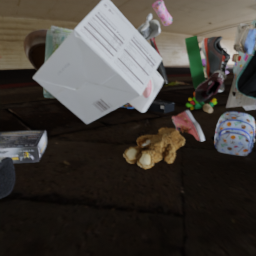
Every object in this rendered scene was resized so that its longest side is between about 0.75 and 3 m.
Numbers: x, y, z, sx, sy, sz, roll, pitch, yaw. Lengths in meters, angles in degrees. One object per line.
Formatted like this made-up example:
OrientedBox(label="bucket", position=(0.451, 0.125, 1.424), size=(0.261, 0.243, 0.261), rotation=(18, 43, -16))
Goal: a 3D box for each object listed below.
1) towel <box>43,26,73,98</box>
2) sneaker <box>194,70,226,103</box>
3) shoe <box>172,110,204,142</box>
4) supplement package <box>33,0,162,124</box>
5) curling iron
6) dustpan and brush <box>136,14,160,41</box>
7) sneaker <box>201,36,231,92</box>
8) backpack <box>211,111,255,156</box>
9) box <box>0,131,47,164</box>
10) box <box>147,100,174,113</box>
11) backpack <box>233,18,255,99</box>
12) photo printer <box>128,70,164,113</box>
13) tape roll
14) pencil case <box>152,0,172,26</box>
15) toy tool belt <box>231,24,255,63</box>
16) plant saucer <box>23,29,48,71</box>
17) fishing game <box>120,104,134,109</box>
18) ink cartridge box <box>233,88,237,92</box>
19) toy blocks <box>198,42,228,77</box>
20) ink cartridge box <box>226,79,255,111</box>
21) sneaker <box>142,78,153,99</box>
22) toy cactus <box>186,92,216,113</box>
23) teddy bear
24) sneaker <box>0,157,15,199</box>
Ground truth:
OrientedBox(label="towel", position=(-1.579, -1.861, 8.347), size=(1.770, 2.067, 0.498), rotation=(-3, 29, -28))
OrientedBox(label="sneaker", position=(2.466, -1.152, 8.809), size=(0.525, 1.389, 0.802), rotation=(34, 48, 0))
OrientedBox(label="shoe", position=(1.509, 0.012, 7.160), size=(0.515, 0.405, 1.133), rotation=(-22, 41, 3))
OrientedBox(label="supplement package", position=(-0.788, -1.418, 6.718), size=(2.399, 1.869, 1.330), rotation=(-22, 32, 51))
OrientedBox(label="curling iron", position=(1.456, -3.483, 13.256), size=(0.370, 2.892, 0.717), rotation=(-7, 19, 44))
OrientedBox(label="dustpan and brush", position=(0.474, -2.479, 6.858), size=(0.791, 0.324, 1.134), rotation=(-15, 31, 31))
OrientedBox(label="sneaker", position=(3.518, -2.477, 10.849), size=(0.902, 2.204, 0.849), rotation=(-8, 16, 41))
OrientedBox(label="backpack", position=(3.616, 0.186, 9.521), size=(1.492, 1.421, 1.149), rotation=(5, 34, 16))
OrientedBox(label="box", position=(-4.033, 0.637, 9.508), size=(2.243, 0.542, 1.777), rotation=(-2, 17, -8))
OrientedBox(label="box", position=(1.847, -1.221, 15.901), size=(0.899, 0.502, 1.273), rotation=(-19, 24, -40))
OrientedBox(label="backpack", position=(4.114, -1.952, 8.066), size=(1.960, 2.230, 1.710), rotation=(10, 42, -6))
OrientedBox(label="photo printer", position=(0.456, -1.493, 9.903), size=(1.291, 1.551, 0.539), rotation=(41, 38, 11))
OrientedBox(label="tape roll", position=(2.380, -2.284, 9.847), size=(0.434, 1.807, 1.807), rotation=(-11, 13, 15))
OrientedBox(label="pencil case", position=(1.032, -3.430, 8.345), size=(0.345, 0.345, 0.789), rotation=(16, -20, 43))
OrientedBox(label="toy tool belt", position=(2.984, -2.094, 7.014), size=(0.599, 0.975, 0.609), rotation=(18, 28, 32))
OrientedBox(label="plant saucer", position=(-2.574, -2.426, 10.090), size=(2.513, 2.513, 0.403), rotation=(4, 59, 13))
OrientedBox(label="fishing game", position=(0.035, -1.381, 16.906), size=(1.707, 0.265, 1.222), rotation=(13, 18, 39))
OrientedBox(label="ink cartridge box", position=(4.727, -1.622, 10.407), size=(1.443, 0.604, 1.047), rotation=(25, -17, 24))
OrientedBox(label="toy blocks", position=(4.030, -2.959, 13.254), size=(1.512, 1.796, 1.679), rotation=(-6, -14, -3))
OrientedBox(label="ink cartridge box", position=(4.091, -1.219, 9.542), size=(0.305, 1.366, 1.204), rotation=(38, -28, -31))
OrientedBox(label="sneaker", position=(0.390, -1.622, 8.957), size=(0.708, 1.355, 0.510), rotation=(-1, -3, -36))
OrientedBox(label="toy cactus", position=(4.329, -1.341, 15.920), size=(1.917, 0.980, 1.581), rotation=(3, 24, -19))
OrientedBox(label="teddy bear", position=(0.891, 0.729, 9.205), size=(1.629, 0.750, 2.247), rotation=(0, 22, 28))
OrientedBox(label="sneaker", position=(-3.506, 1.363, 6.363), size=(1.086, 0.941, 2.623), rotation=(1, 16, 3))
